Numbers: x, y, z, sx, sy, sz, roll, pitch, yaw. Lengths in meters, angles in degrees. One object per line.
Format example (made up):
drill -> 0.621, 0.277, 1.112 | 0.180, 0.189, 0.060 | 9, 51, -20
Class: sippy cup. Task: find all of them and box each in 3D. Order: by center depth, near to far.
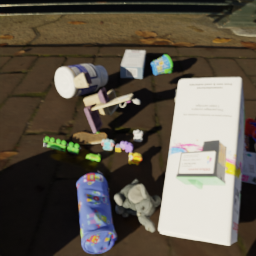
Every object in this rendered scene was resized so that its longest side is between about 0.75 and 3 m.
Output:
sippy cup -> 1.556, -2.920, 13.310 | 0.840, 0.900, 1.146 | -22, 1, -12

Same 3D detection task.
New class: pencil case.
pencil case -> -0.740, 1.891, 6.481 | 0.826, 0.742, 1.901 | 5, 33, -17

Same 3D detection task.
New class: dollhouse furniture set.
dollhouse furniture set -> -0.417, -1.298, 9.636 | 1.727, 1.928, 2.433 | -15, 17, 17

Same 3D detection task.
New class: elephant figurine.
elephant figurine -> 0.334, 1.711, 6.348 | 0.848, 0.930, 1.198 | -4, -4, -43

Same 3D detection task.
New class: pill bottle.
pill bottle -> -1.850, -1.996, 11.528 | 1.211, 1.211, 2.023 | 26, 31, 32

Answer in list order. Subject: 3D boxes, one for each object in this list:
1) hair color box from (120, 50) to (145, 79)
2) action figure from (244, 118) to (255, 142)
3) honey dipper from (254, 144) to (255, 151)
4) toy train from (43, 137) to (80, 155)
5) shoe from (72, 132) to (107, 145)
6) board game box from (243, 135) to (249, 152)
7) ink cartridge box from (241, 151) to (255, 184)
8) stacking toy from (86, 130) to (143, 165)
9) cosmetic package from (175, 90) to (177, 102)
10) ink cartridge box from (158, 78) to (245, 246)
hair color box -> 0.267, -3.143, 13.728 | 1.043, 0.639, 2.108 | 4, 36, 5
action figure -> 3.656, 0.259, 7.369 | 0.904, 0.596, 1.826 | 3, 30, -13
honey dipper -> 4.890, 0.087, 7.623 | 0.541, 2.846, 0.541 | 28, 45, -32
toy train -> -2.052, 0.557, 8.605 | 1.171, 0.244, 0.330 | 13, 74, 0
shoe -> -1.224, 0.372, 9.053 | 1.167, 0.311, 0.408 | -1, 68, 11
board game box -> 3.514, 0.451, 9.054 | 0.723, 0.137, 1.405 | 11, 36, 13
ink cartridge box -> 3.850, 1.182, 7.819 | 1.755, 0.368, 1.047 | 8, 35, 15
stacking toy -> -0.355, 0.546, 8.701 | 1.667, 0.392, 1.257 | 4, 35, 7
cosmetic package -> 2.509, -1.393, 11.323 | 1.240, 0.541, 0.641 | -30, 44, -35
ink cartridge box -> 1.622, 0.747, 5.621 | 1.200, 2.070, 2.858 | 3, 72, 25
